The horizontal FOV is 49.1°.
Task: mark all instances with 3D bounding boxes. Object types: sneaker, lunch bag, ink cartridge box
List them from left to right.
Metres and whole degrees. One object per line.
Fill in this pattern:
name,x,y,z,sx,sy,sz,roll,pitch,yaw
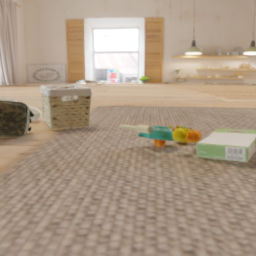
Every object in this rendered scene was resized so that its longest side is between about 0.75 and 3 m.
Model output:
lunch bag,-4.537,-0.320,10.265,1.875,1.307,1.573,3,-1,-17
sneaker,-5.318,-0.870,13.217,2.281,0.858,1.009,11,6,-8
ink cartridge box,3.013,0.458,8.268,1.392,0.459,1.913,3,12,35

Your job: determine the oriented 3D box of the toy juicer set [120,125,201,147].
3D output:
toy juicer set,1.093,0.299,8.722,2.464,0.671,1.568,6,2,-16

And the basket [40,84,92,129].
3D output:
basket,-2.871,-1.037,12.749,1.903,1.732,2.808,-5,14,-23

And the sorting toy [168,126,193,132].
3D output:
sorting toy,1.965,0.061,11.206,1.202,0.216,1.614,-2,12,-11
